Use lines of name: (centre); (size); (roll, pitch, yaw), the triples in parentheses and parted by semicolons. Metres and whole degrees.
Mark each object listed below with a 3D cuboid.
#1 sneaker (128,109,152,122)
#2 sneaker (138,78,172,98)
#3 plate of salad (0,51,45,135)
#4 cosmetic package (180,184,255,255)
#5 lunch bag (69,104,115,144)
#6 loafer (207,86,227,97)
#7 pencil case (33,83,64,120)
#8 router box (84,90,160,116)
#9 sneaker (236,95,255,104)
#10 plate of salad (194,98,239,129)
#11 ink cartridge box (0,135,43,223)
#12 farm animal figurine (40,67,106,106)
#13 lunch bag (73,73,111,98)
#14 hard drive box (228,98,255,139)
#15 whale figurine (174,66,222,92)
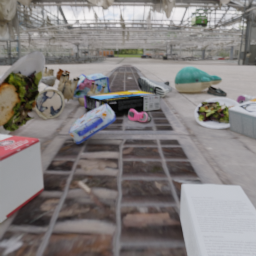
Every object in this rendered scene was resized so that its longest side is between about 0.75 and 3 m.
sneaker: (0.430, -0.397, 10.096); (0.500, 0.414, 1.048); (10, 8, -42)
sneaker: (1.585, -2.328, 15.585); (1.244, 0.808, 2.154); (-22, 40, -32)
plate of salad: (-2.729, -0.546, 6.861); (0.685, 2.850, 2.850); (30, 16, -4)
cosmetic package: (1.149, 1.329, 3.378); (0.863, 0.606, 1.701); (1, 16, 4)
lunch bag: (-1.010, -0.100, 7.756); (1.363, 0.515, 1.092); (-34, 17, 3)
loafer: (4.932, -2.049, 15.627); (0.518, 0.454, 1.443); (-4, 16, -25)
pencil case: (-3.599, -1.152, 11.280); (1.133, 1.302, 2.912); (24, -1, -37)
router box: (-0.260, -1.090, 11.802); (2.619, 0.669, 1.954); (-10, 18, -34)
sneaker: (5.143, -0.814, 10.701); (0.948, 0.863, 2.145); (3, 13, -18)
plate of salad: (3.042, -0.575, 9.499); (1.592, 0.382, 1.592); (-11, 43, 11)
ink cartridge box: (-2.979, 0.773, 4.535); (2.515, 1.042, 1.846); (6, 17, 19)
farm animal figurine: (-2.495, -1.697, 12.724); (2.533, 1.321, 2.506); (23, 12, 12)
lunch bag: (-2.107, -2.134, 14.660); (2.041, 1.300, 1.735); (-15, 20, -12)
hard drive box: (4.247, -0.248, 8.132); (1.576, 0.777, 2.023); (-20, 22, -19)
whale figurine: (4.121, -2.956, 16.611); (2.843, 1.475, 2.262); (-10, 12, -18)
